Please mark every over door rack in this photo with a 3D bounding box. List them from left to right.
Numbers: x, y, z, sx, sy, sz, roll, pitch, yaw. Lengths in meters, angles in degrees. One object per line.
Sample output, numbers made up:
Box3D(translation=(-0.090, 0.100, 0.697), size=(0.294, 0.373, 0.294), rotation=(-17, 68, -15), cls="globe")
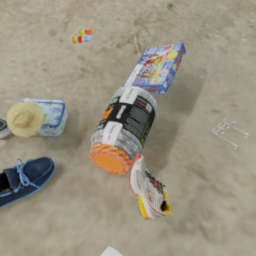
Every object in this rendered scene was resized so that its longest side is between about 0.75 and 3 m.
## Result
Box3D(translation=(3.824, 0.167, 10.419), size=(0.819, 0.369, 1.109), rotation=(-36, 60, -24), cls="over door rack")

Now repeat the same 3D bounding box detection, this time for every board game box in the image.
Box3D(translation=(1.063, -2.351, 11.190), size=(1.805, 0.459, 2.666), rotation=(2, 48, 34), cls="board game box")

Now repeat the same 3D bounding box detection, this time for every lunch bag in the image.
Box3D(translation=(-3.346, -0.456, 10.670), size=(1.878, 0.774, 1.509), rotation=(4, 49, 2), cls="lunch bag")

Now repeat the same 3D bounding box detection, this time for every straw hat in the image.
Box3D(translation=(-3.416, -0.289, 8.995), size=(1.261, 0.534, 1.261), rotation=(0, 92, 2), cls="straw hat")

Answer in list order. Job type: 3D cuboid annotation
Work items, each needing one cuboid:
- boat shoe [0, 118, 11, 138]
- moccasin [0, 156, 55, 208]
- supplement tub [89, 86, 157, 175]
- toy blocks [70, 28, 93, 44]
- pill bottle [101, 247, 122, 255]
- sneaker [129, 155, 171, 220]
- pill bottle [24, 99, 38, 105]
Box3D(translation=(-5.615, -0.257, 10.414), size=(2.585, 0.883, 0.954), rotation=(11, 53, 9), cls="boat shoe")
Box3D(translation=(-3.605, 1.750, 8.780), size=(2.813, 0.959, 1.132), rotation=(-35, 59, -24), cls="moccasin")
Box3D(translation=(-0.156, 0.059, 9.623), size=(1.737, 1.737, 2.834), rotation=(15, 52, 12), cls="supplement tub")
Box3D(translation=(-1.552, -3.339, 10.139), size=(0.911, 0.331, 0.759), rotation=(10, 54, 34), cls="toy blocks")
Box3D(translation=(-0.989, 4.268, 6.398), size=(1.600, 1.600, 2.838), rotation=(34, 59, 24), cls="pill bottle")
Box3D(translation=(0.566, 1.432, 6.900), size=(0.778, 1.894, 0.737), rotation=(-10, 29, 22), cls="sneaker")
Box3D(translation=(-3.489, -0.410, 9.626), size=(0.620, 0.620, 1.118), rotation=(11, 74, 8), cls="pill bottle")
